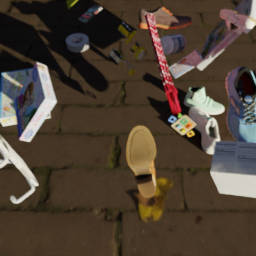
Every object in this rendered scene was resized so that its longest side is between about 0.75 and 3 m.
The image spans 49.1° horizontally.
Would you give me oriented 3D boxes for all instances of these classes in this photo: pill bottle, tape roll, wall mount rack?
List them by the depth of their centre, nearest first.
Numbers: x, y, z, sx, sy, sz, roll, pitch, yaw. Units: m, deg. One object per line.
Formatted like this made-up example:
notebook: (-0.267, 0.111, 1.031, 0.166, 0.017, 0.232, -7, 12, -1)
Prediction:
wall mount rack: (-3.394, 0.808, 7.289, 0.897, 2.407, 2.091, -36, 51, -17)
pill bottle: (1.701, -3.396, 11.474, 1.282, 0.767, 0.767, -22, 52, -39)
tape roll: (-2.569, -4.331, 14.263, 1.143, 0.378, 1.143, -1, 51, 1)

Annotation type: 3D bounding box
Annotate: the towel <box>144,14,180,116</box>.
towel: (1.050, -1.805, 8.354, 0.298, 1.916, 2.649, -16, 71, 9)

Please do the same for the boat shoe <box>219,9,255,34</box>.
boat shoe: (3.304, -3.330, 8.802, 0.539, 0.528, 1.523, 16, 24, -28)

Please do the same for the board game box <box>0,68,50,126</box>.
board game box: (-4.382, -1.408, 11.855, 1.868, 0.476, 2.779, -11, 52, -8)

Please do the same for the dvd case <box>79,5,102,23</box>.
dvd case: (-1.361, -4.106, 10.072, 0.808, 0.089, 0.590, -44, 43, -7)

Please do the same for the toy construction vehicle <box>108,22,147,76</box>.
toy construction vehicle: (0.004, -2.600, 9.347, 1.392, 1.212, 0.490, 48, 28, 16)

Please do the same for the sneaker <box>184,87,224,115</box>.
sneaker: (3.136, -1.132, 11.325, 1.636, 0.965, 0.602, 16, 52, 11)

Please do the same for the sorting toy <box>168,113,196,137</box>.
sorting toy: (1.702, -0.049, 8.568, 1.061, 0.597, 0.145, 37, 30, -26)

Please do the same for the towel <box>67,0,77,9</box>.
towel: (-2.090, -5.120, 11.036, 0.951, 0.086, 0.409, -28, 58, 33)

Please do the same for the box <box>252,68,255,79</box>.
box: (4.196, -1.983, 8.013, 0.362, 1.454, 1.147, 26, 22, 1)

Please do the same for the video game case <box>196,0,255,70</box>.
video game case: (3.731, -3.674, 10.461, 0.306, 2.535, 2.780, 37, 47, -9)

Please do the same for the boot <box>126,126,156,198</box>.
boot: (0.290, 0.658, 6.992, 0.668, 1.813, 1.402, -6, 18, -1)

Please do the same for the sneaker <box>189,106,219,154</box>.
sneaker: (2.952, -0.170, 10.543, 0.835, 0.982, 2.220, -10, 52, -6)

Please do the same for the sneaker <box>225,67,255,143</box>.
sneaker: (3.265, -0.612, 7.902, 0.928, 1.065, 2.368, -10, 84, 8)

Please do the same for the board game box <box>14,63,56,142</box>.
board game box: (-2.698, -0.736, 7.937, 0.333, 1.617, 1.620, 16, 35, -41)

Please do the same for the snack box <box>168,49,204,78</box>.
snack box: (2.148, -2.372, 10.511, 0.498, 1.387, 0.169, 54, 49, -8)

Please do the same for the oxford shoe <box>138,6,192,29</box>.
oxford shoe: (1.343, -3.952, 10.031, 1.958, 0.710, 0.697, -1, 31, 0)

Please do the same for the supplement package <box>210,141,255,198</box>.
supplement package: (2.573, 0.900, 5.862, 1.401, 1.091, 0.777, 1, 56, 31)
